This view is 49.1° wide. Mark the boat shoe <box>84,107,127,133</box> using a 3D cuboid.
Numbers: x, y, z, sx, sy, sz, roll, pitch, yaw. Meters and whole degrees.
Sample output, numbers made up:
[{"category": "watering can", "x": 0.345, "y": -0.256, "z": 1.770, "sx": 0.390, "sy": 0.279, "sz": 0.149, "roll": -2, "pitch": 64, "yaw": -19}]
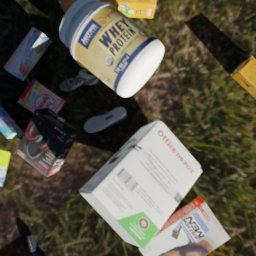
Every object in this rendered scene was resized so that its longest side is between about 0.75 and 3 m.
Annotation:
[{"category": "boat shoe", "x": -0.686, "y": -0.190, "z": 8.859, "sx": 1.436, "sy": 0.406, "sz": 0.493, "roll": -24, "pitch": 64, "yaw": 4}]

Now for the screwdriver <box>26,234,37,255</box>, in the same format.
[{"category": "screwdriver", "x": -2.830, "y": 4.219, "z": 8.835, "sx": 0.265, "sy": 0.254, "sz": 1.822, "roll": -22, "pitch": 90, "yaw": -32}]

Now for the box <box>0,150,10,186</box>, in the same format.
[{"category": "box", "x": -3.932, "y": 1.161, "z": 8.267, "sx": 0.642, "sy": 0.251, "sz": 1.052, "roll": 24, "pitch": 57, "yaw": -37}]

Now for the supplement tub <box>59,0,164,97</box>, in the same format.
[{"category": "supplement tub", "x": -0.481, "y": -2.272, "z": 7.831, "sx": 2.524, "sy": 1.822, "sz": 1.822, "roll": 40, "pitch": 88, "yaw": 8}]

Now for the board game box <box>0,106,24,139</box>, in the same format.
[{"category": "board game box", "x": -3.835, "y": -0.193, "z": 8.654, "sx": 0.266, "sy": 0.899, "sz": 1.182, "roll": -40, "pitch": 89, "yaw": -1}]

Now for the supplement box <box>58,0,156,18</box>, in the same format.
[{"category": "supplement box", "x": -0.598, "y": -4.112, "z": 8.753, "sx": 2.944, "sy": 0.979, "sz": 1.013, "roll": 0, "pitch": 88, "yaw": 1}]

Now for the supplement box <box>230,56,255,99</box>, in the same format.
[{"category": "supplement box", "x": 4.327, "y": -1.220, "z": 8.777, "sx": 2.176, "sy": 0.724, "sz": 0.748, "roll": 41, "pitch": 88, "yaw": 1}]

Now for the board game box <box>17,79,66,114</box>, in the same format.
[{"category": "board game box", "x": -2.772, "y": -0.841, "z": 8.980, "sx": 1.211, "sy": 0.281, "sz": 0.918, "roll": 34, "pitch": 88, "yaw": 1}]

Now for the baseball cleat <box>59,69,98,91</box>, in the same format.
[{"category": "baseball cleat", "x": -1.588, "y": -1.546, "z": 8.814, "sx": 1.260, "sy": 0.671, "sz": 0.439, "roll": -17, "pitch": 62, "yaw": -6}]

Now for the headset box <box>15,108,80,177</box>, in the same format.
[{"category": "headset box", "x": -2.466, "y": 0.496, "z": 8.433, "sx": 1.319, "sy": 0.665, "sz": 1.774, "roll": 35, "pitch": 109, "yaw": 11}]

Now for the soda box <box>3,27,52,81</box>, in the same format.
[{"category": "soda box", "x": -3.159, "y": -2.311, "z": 8.814, "sx": 0.549, "sy": 0.510, "sz": 1.604, "roll": 35, "pitch": 89, "yaw": 26}]

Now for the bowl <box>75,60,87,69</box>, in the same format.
[{"category": "bowl", "x": -1.246, "y": -2.251, "z": 8.930, "sx": 0.927, "sy": 0.417, "sz": 0.927, "roll": 1, "pitch": 80, "yaw": -8}]

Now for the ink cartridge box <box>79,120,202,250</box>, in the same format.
[{"category": "ink cartridge box", "x": 0.419, "y": 1.474, "z": 7.803, "sx": 2.809, "sy": 1.181, "sz": 2.050, "roll": -44, "pitch": 98, "yaw": -27}]

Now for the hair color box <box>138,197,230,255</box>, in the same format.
[{"category": "hair color box", "x": 1.655, "y": 3.407, "z": 8.590, "sx": 2.423, "sy": 0.775, "sz": 1.344, "roll": -35, "pitch": 89, "yaw": 0}]
